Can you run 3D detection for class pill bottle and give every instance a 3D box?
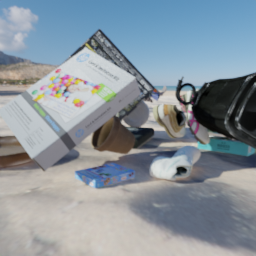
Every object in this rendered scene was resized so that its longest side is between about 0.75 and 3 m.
[{"bbox_3d":[0.277,-0.609,11.714,1.122,1.122,1.877,0,3,-1],"label":"pill bottle"}]

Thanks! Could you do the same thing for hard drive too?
[{"bbox_3d":[-0.087,0.328,11.006,1.711,0.403,2.452,3,10,19],"label":"hard drive"}]

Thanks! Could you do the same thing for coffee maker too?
[{"bbox_3d":[2.811,-0.473,7.543,2.698,1.892,2.809,5,5,-2],"label":"coffee maker"}]

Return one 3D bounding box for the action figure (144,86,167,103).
[{"bbox_3d":[0.543,-1.518,12.933,2.659,1.437,2.748,-14,39,-39],"label":"action figure"}]

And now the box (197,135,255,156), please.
[{"bbox_3d":[3.298,0.570,9.491,1.733,0.426,0.713,7,11,42],"label":"box"}]

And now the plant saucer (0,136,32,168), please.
[{"bbox_3d":[-3.906,0.701,8.482,2.950,0.473,2.950,1,9,0],"label":"plant saucer"}]

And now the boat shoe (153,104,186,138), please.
[{"bbox_3d":[1.753,-0.207,10.354,0.777,0.849,2.271,-12,-24,29],"label":"boat shoe"}]

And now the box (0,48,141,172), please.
[{"bbox_3d":[-1.469,-0.617,6.814,2.865,0.590,2.233,-39,50,-15],"label":"box"}]

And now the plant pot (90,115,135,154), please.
[{"bbox_3d":[-0.372,0.285,8.401,1.039,1.192,1.192,28,-5,-28],"label":"plant pot"}]

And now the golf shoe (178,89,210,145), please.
[{"bbox_3d":[2.345,-0.389,9.266,0.883,1.917,0.696,-27,-18,29],"label":"golf shoe"}]

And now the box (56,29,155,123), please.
[{"bbox_3d":[-0.868,-1.649,10.174,2.387,2.961,0.727,-45,5,-4],"label":"box"}]

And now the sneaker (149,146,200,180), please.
[{"bbox_3d":[1.340,0.926,6.932,1.766,0.621,0.708,-17,25,-41],"label":"sneaker"}]

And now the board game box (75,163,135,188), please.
[{"bbox_3d":[-0.554,1.110,6.693,1.151,0.211,0.871,-8,12,-40],"label":"board game box"}]

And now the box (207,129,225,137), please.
[{"bbox_3d":[4.085,0.162,9.942,2.641,0.480,1.906,7,-3,22],"label":"box"}]
